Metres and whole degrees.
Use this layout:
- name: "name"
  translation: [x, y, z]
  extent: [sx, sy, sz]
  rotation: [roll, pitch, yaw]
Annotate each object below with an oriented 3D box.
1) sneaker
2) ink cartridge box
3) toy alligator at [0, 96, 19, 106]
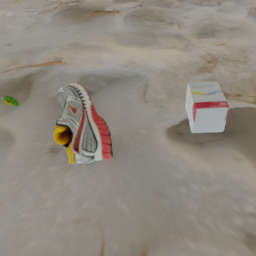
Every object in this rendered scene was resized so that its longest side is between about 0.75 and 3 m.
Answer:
- name: "sneaker"
  translation: [-1.296, -0.204, 6.612]
  extent: [1.086, 1.029, 2.643]
  rotation: [-16, 41, -18]
- name: "ink cartridge box"
  translation: [1.957, -0.545, 7.121]
  extent: [0.809, 0.813, 1.118]
  rotation: [-3, 44, 1]
- name: "toy alligator"
  translation: [-3.447, -0.829, 8.042]
  extent: [0.776, 0.211, 0.230]
  rotation: [20, 43, 23]
